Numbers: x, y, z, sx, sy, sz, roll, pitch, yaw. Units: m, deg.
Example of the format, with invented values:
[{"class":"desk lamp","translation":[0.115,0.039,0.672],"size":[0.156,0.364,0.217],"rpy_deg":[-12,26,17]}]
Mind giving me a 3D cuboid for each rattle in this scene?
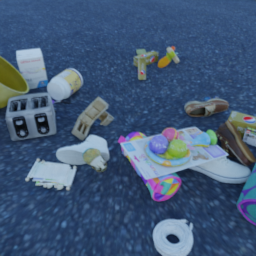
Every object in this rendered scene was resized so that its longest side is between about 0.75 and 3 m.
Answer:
[{"class":"rattle","translation":[2.341,-4.099,16.385],"size":[1.075,1.180,1.651],"rpy_deg":[28,27,-20]}]

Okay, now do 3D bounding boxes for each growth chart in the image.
[{"class":"growth chart","translation":[-2.506,1.521,9.151],"size":[1.616,0.143,1.170],"rpy_deg":[8,38,10]}]

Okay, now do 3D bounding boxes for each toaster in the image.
[{"class":"toaster","translation":[-3.743,-0.502,11.014],"size":[1.707,1.120,1.888],"rpy_deg":[-9,36,-11]}]

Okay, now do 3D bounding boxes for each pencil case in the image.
[{"class":"pencil case","translation":[0.618,1.148,8.916],"size":[1.096,1.096,2.479],"rpy_deg":[-17,40,-21]},{"class":"pencil case","translation":[4.194,1.618,8.137],"size":[1.297,1.195,2.807],"rpy_deg":[7,35,36]}]

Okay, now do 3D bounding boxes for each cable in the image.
[{"class":"cable","translation":[1.146,2.837,7.208],"size":[1.018,0.352,1.018],"rpy_deg":[6,38,8]}]

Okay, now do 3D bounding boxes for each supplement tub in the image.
[{"class":"supplement tub","translation":[-2.958,-2.031,13.142],"size":[1.091,1.091,1.501],"rpy_deg":[16,40,20]}]

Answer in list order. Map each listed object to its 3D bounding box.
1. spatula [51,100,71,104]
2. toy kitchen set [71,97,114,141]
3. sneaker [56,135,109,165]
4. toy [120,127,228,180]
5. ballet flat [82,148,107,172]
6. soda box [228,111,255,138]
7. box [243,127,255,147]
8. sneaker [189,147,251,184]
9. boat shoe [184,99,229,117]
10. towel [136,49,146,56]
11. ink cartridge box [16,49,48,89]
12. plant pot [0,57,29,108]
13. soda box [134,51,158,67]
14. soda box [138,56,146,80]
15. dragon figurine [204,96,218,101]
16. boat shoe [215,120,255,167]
[{"class":"spatula","translation":[-3.179,-1.181,12.798],"size":[1.190,0.122,0.336],"rpy_deg":[4,32,4]},{"class":"toy kitchen set","translation":[-1.235,-0.206,10.777],"size":[1.074,1.317,1.188],"rpy_deg":[38,32,-18]},{"class":"sneaker","translation":[-1.588,0.738,9.856],"size":[1.774,0.653,1.025],"rpy_deg":[3,34,-11]},{"class":"toy","translation":[1.464,0.472,8.617],"size":[2.968,0.701,1.709],"rpy_deg":[-9,35,-25]},{"class":"ballet flat","translation":[-0.970,1.047,8.736],"size":[0.576,1.629,0.576],"rpy_deg":[-2,71,5]},{"class":"soda box","translation":[4.840,0.046,10.665],"size":[2.055,0.696,0.658],"rpy_deg":[19,41,22]},{"class":"box","translation":[4.807,0.424,10.233],"size":[1.082,0.596,0.188],"rpy_deg":[22,33,26]},{"class":"sneaker","translation":[2.808,1.108,9.116],"size":[2.352,0.833,0.859],"rpy_deg":[14,39,17]},{"class":"boat shoe","translation":[3.340,-0.760,11.844],"size":[1.839,0.696,0.660],"rpy_deg":[-7,40,6]},{"class":"towel","translation":[0.818,-4.730,17.565],"size":[0.600,0.148,0.809],"rpy_deg":[-5,38,-5]},{"class":"ink cartridge box","translation":[-4.760,-2.941,13.916],"size":[1.187,1.612,1.166],"rpy_deg":[-13,38,-16]},{"class":"plant pot","translation":[-5.946,-1.790,11.793],"size":[1.939,2.732,2.732],"rpy_deg":[-43,39,11]},{"class":"soda box","translation":[1.045,-3.989,16.243],"size":[1.553,0.526,0.497],"rpy_deg":[-26,44,-31]},{"class":"soda box","translation":[0.713,-3.090,14.483],"size":[0.367,1.146,0.388],"rpy_deg":[-5,28,-6]},{"class":"dragon figurine","translation":[3.585,-1.141,12.558],"size":[1.200,0.353,0.597],"rpy_deg":[-11,38,-15]},{"class":"boat shoe","translation":[3.685,0.628,9.830],"size":[0.797,0.796,2.264],"rpy_deg":[40,23,-21]}]
